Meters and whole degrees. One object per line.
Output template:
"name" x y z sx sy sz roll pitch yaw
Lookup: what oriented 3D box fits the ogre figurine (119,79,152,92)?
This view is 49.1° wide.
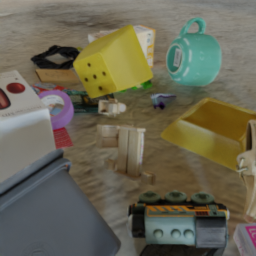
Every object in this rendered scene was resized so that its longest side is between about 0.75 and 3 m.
"ogre figurine" -0.063 -1.989 11.338 1.838 0.902 1.102 -18 51 6

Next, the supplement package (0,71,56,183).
"supplement package" -3.510 0.168 6.902 2.658 2.044 2.780 -20 38 -27

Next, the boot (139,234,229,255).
"boot" 1.026 2.225 5.176 1.673 0.584 1.101 -23 36 -36

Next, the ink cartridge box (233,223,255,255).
"ink cartridge box" 3.497 2.411 4.921 2.736 0.574 1.632 0 34 -4

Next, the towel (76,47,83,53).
"towel" -2.408 -3.989 14.928 1.653 0.188 1.187 22 40 30

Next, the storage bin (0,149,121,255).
"storage bin" -1.627 2.075 4.378 1.902 2.061 2.832 45 49 13

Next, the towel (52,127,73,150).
"towel" -2.122 0.329 8.446 0.722 0.112 0.999 -15 36 -20

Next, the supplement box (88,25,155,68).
"supplement box" -0.247 -3.357 12.471 2.916 1.838 1.072 -23 41 -29

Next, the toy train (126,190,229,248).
"toy train" 0.913 1.693 5.197 1.952 0.832 1.113 -1 9 7

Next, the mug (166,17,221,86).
"mug" 2.387 -2.892 11.180 1.509 2.005 2.440 -4 66 -24

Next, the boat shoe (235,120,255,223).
"boat shoe" 2.855 0.910 6.356 0.851 0.945 2.619 19 59 14

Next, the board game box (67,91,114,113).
"board game box" -1.318 -0.949 10.065 1.707 0.240 1.155 -1 37 -12

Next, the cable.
"cable" -3.504 -3.421 13.613 2.143 0.667 2.627 -24 41 -29

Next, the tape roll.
"tape roll" -2.479 -0.581 9.097 1.347 0.442 1.347 -2 56 2

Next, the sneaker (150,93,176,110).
"sneaker" 1.295 -0.940 10.189 1.346 0.589 0.501 -5 -2 -44

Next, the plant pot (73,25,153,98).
"plant pot" -0.638 -2.006 9.343 1.915 1.915 1.689 -9 26 39

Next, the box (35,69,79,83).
"box" -3.049 -2.217 11.998 1.585 0.169 1.296 -5 32 -28

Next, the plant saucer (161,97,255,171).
"plant saucer" 2.820 -0.080 8.581 2.704 0.655 2.703 24 40 32

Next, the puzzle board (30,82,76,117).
"puzzle board" -3.073 -1.192 10.662 2.529 0.220 1.906 18 37 25

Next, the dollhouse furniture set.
"dollhouse furniture set" 0.221 0.229 6.961 1.053 1.839 2.156 0 6 -38
